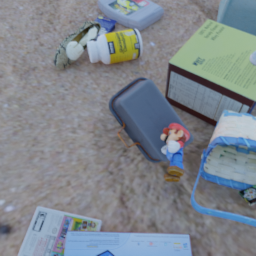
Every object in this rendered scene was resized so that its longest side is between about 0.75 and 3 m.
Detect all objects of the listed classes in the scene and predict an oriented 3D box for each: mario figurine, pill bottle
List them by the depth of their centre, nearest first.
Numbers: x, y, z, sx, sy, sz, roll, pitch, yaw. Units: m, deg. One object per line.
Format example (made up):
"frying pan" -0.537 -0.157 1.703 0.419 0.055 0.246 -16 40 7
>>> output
"mario figurine" 0.864 0.451 5.877 0.687 0.800 1.296 34 46 -28
"pill bottle" -0.519 -3.063 10.711 1.972 1.105 1.105 -14 54 -10

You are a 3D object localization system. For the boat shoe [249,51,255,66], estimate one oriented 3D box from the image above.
"boat shoe" 3.812 -1.789 7.368 1.520 0.471 0.547 -12 62 -17

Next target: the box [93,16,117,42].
"box" -1.238 -4.230 12.107 0.978 0.262 1.615 23 59 16

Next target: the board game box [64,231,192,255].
"board game box" 0.018 3.176 6.361 2.967 0.288 1.527 3 52 -4

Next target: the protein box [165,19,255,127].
"protein box" 3.057 -1.698 9.191 2.709 1.828 2.689 30 60 20

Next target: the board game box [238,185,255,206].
"board game box" 3.372 1.722 7.346 0.861 0.101 0.451 -13 39 -20

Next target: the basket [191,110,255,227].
"basket" 3.061 1.085 6.987 2.536 2.001 2.877 15 47 12

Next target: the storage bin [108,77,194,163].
"storage bin" 0.528 -0.135 7.175 1.679 1.549 2.307 -37 93 -1

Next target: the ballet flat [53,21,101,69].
"ballet flat" -1.874 -3.297 10.808 0.966 0.870 2.566 7 54 43

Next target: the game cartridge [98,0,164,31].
"game cartridge" 0.010 -5.488 12.933 2.805 0.573 1.867 38 66 25

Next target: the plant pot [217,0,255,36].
"plant pot" 5.399 -5.617 11.627 2.685 2.735 2.678 13 53 9

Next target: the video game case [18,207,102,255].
"video game case" -1.673 2.949 6.645 1.706 0.207 1.875 12 53 2
